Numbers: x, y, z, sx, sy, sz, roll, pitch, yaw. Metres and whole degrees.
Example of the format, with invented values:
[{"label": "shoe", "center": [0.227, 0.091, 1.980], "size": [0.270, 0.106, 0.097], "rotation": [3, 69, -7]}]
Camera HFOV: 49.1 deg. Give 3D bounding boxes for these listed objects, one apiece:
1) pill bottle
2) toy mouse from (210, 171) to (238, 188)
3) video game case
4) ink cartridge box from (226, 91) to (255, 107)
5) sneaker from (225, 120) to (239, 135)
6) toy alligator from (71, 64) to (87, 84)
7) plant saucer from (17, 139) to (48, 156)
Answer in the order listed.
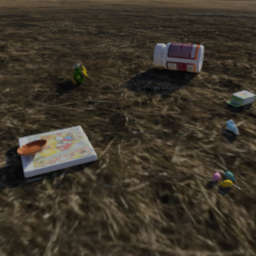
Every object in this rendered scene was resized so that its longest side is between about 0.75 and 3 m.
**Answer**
[{"label": "pill bottle", "center": [3.168, -4.463, 17.655], "size": [2.880, 1.644, 1.644], "rotation": [11, 32, 18]}, {"label": "toy mouse", "center": [2.992, 1.528, 8.777], "size": [0.931, 0.180, 0.827], "rotation": [5, 31, 9]}, {"label": "video game case", "center": [-2.584, 0.747, 10.028], "size": [2.380, 0.272, 2.166], "rotation": [-12, 33, -20]}, {"label": "ink cartridge box", "center": [5.512, -1.420, 13.661], "size": [1.295, 0.384, 0.672], "rotation": [-16, 34, -25]}, {"label": "sneaker", "center": [4.194, 0.030, 11.332], "size": [0.351, 0.317, 0.856], "rotation": [-25, 31, 15]}, {"label": "toy alligator", "center": [-2.821, -3.140, 16.379], "size": [0.862, 0.625, 2.601], "rotation": [-32, 30, 9]}, {"label": "plant saucer", "center": [-3.239, 0.688, 9.550], "size": [1.032, 0.167, 1.032], "rotation": [-11, 21, 4]}]
